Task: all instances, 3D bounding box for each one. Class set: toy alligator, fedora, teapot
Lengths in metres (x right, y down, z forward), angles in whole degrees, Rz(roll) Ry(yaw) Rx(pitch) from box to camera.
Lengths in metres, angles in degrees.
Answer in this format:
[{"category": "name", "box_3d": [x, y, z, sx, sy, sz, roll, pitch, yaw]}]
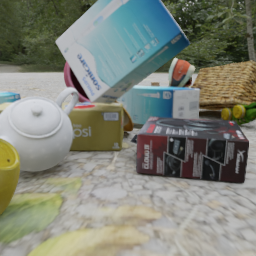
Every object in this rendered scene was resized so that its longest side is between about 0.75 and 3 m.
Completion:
[{"category": "toy alligator", "box_3d": [3.560, -0.421, 8.240, 0.790, 0.573, 2.383, -6, -2, -13]}, {"category": "fedora", "box_3d": [-0.501, -0.250, 7.518, 0.568, 1.392, 1.392, -44, 35, -23]}, {"category": "teapot", "box_3d": [-1.597, -0.041, 4.915, 1.451, 1.074, 1.470, 5, 51, -19]}]

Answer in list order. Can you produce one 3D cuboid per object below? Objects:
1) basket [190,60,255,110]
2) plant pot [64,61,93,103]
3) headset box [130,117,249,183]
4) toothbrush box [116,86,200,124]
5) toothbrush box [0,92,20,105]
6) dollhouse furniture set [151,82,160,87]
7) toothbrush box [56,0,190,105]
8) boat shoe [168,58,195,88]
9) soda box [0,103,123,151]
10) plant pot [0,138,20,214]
[{"category": "basket", "box_3d": [3.501, -1.058, 10.046, 1.738, 1.814, 2.435, 43, -22, -29]}, {"category": "plant pot", "box_3d": [-1.685, -2.214, 12.502, 2.629, 2.629, 2.353, -7, 3, -25]}, {"category": "headset box", "box_3d": [1.080, 0.323, 5.365, 2.019, 0.780, 1.502, 5, 14, 12]}, {"category": "toothbrush box", "box_3d": [0.688, -0.766, 8.912, 2.594, 1.107, 1.899, 10, 13, 34]}, {"category": "toothbrush box", "box_3d": [-5.123, -0.931, 10.636, 1.203, 0.701, 1.643, 12, 18, 40]}, {"category": "dollhouse furniture set", "box_3d": [1.218, -2.027, 15.054, 0.875, 0.748, 1.689, 2, 14, 9]}, {"category": "toothbrush box", "box_3d": [-0.143, -1.787, 5.886, 2.255, 1.651, 0.962, -36, -12, 18]}, {"category": "boat shoe", "box_3d": [1.899, -1.696, 10.003, 0.754, 0.858, 2.410, 21, -10, 12]}, {"category": "soda box", "box_3d": [-1.609, -0.058, 6.558, 2.970, 0.951, 1.006, 1, 14, 0]}, {"category": "plant pot", "box_3d": [-1.799, 0.531, 3.513, 1.037, 0.736, 1.037, 39, 20, -17]}]
